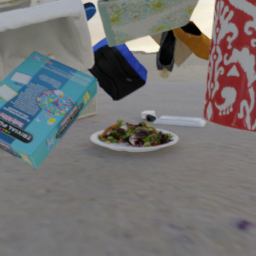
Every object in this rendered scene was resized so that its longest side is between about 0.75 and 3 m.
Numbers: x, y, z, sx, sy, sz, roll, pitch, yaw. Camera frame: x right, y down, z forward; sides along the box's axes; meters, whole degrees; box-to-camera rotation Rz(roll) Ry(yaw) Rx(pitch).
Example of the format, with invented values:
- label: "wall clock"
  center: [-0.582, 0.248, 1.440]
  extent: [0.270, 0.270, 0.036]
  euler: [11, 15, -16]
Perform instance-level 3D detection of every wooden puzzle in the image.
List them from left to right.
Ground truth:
- label: "wooden puzzle"
  center: [1.568, -3.335, 10.405]
  extent: [0.401, 1.992, 2.153]
  euler: [-42, 1, -7]

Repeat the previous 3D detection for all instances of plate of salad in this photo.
- label: "plate of salad"
  center: [0.207, 0.171, 9.360]
  extent: [2.927, 0.703, 2.927]
  euler: [1, 12, 0]

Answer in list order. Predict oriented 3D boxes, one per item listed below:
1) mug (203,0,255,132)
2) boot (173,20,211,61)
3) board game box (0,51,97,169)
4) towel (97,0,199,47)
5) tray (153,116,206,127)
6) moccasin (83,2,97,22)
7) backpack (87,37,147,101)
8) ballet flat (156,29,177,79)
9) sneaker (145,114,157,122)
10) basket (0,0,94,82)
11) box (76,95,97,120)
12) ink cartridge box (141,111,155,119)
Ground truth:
- label: "mug"
  center: [2.425, -1.338, 4.425]
  extent: [2.407, 2.712, 1.809]
  euler: [9, 13, 12]
- label: "boot"
  center: [1.938, -2.369, 7.629]
  extent: [1.672, 0.588, 1.197]
  euler: [31, 9, 1]
- label: "board game box"
  center: [-1.493, -0.373, 4.510]
  extent: [1.292, 0.402, 1.712]
  euler: [25, 58, 12]
- label: "towel"
  center: [0.434, -2.463, 5.805]
  extent: [2.067, 0.581, 2.415]
  euler: [-13, -2, 0]
- label: "tray"
  center: [2.345, -0.327, 12.717]
  extent: [2.217, 0.246, 1.190]
  euler: [5, 14, 20]
- label: "moccasin"
  center: [-1.838, -3.342, 8.399]
  extent: [1.872, 0.638, 0.753]
  euler: [-20, -9, 19]
- label: "backpack"
  center: [-0.398, -1.784, 7.977]
  extent: [1.292, 1.590, 1.334]
  euler: [-31, 32, 26]
- label: "ballet flat"
  center: [1.251, -2.544, 9.104]
  extent: [0.623, 1.876, 0.533]
  euler: [7, 11, 3]
- label: "sneaker"
  center: [0.968, -0.478, 13.294]
  extent: [0.402, 0.286, 0.810]
  euler: [-11, 15, -33]
- label: "basket"
  center: [-1.932, -2.060, 5.240]
  extent: [2.171, 1.762, 2.190]
  euler: [-15, -9, -6]
- label: "box"
  center: [-2.827, -1.342, 14.003]
  extent: [1.422, 1.669, 2.610]
  euler: [6, 14, 25]
- label: "ink cartridge box"
  center: [0.984, -0.645, 14.013]
  extent: [0.516, 0.297, 0.881]
  euler: [4, 12, 20]
